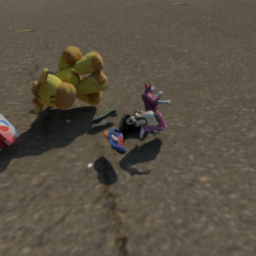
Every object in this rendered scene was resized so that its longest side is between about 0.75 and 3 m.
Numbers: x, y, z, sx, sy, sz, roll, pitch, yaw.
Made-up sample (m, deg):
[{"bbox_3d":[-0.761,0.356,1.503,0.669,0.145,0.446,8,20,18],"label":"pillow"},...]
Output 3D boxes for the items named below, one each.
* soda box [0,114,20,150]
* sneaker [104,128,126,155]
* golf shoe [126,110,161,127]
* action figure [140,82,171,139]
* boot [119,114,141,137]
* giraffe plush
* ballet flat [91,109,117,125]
[{"bbox_3d":[-4.441,-0.168,9.067,0.581,1.834,0.642,-24,28,28],"label":"soda box"},{"bbox_3d":[-0.355,0.383,8.949,0.477,0.458,1.216,-39,45,1],"label":"sneaker"},{"bbox_3d":[0.359,-0.163,6.394,0.432,0.379,0.981,-35,20,-23],"label":"golf shoe"},{"bbox_3d":[0.785,-0.692,9.811,1.354,1.818,1.218,-18,7,1],"label":"action figure"},{"bbox_3d":[0.262,-0.087,10.338,1.105,0.556,1.478,7,34,10],"label":"boot"},{"bbox_3d":[-2.546,-1.648,10.839,2.950,2.545,2.392,2,28,20],"label":"giraffe plush"},{"bbox_3d":[-0.881,-0.358,10.773,1.133,0.388,0.385,-31,-1,-25],"label":"ballet flat"}]
